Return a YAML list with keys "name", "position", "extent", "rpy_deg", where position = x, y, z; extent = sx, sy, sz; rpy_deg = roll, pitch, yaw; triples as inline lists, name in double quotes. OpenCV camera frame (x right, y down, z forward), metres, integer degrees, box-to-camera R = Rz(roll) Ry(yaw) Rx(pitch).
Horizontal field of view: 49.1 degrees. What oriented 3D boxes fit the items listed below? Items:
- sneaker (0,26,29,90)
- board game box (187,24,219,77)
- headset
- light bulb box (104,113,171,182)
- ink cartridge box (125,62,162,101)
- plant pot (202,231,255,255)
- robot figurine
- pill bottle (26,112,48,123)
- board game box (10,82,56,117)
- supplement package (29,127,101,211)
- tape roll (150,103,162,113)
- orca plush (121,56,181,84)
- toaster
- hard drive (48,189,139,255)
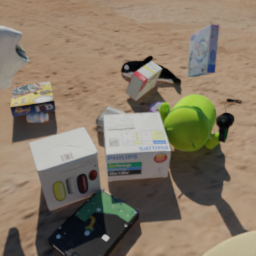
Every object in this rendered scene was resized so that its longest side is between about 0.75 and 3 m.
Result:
- name: "sneaker"
  position: [-3.050, -1.682, 7.268]
  extent: [0.940, 2.125, 0.799]
  rpy_deg: [2, 61, -16]
- name: "board game box"
  position: [2.185, -2.222, 8.301]
  extent: [0.286, 1.312, 1.318]
  rpy_deg: [2, 5, -13]
- name: "headset"
  position: [2.656, -0.180, 7.413]
  extent: [0.558, 1.187, 0.733]
  rpy_deg: [9, 14, 28]
- name: "light bulb box"
  position: [0.203, 0.558, 8.923]
  extent: [1.917, 1.207, 1.934]
  rpy_deg: [-3, 39, -4]
- name: "ink cartridge box"
  position: [0.684, -2.048, 12.136]
  extent: [0.641, 1.115, 1.537]
  rpy_deg: [38, 50, 13]
- name: "plant pot"
  position: [2.157, 3.103, 5.095]
  extent: [1.695, 2.524, 2.524]
  rpy_deg: [-5, 35, 26]
- name: "robot figurine"
  position: [2.106, -0.196, 9.448]
  extent: [2.269, 1.496, 2.586]
  rpy_deg: [32, 34, 9]
- name: "pill bottle"
  position: [-3.476, -0.410, 10.764]
  extent: [0.754, 0.410, 0.410]
  rpy_deg: [-1, 39, -2]
- name: "board game box"
  position: [-3.874, -1.240, 11.443]
  extent: [1.609, 0.411, 2.375]
  rpy_deg: [-10, 29, -13]
- name: "supplement package"
  position: [-1.716, 1.140, 7.862]
  extent: [1.579, 1.652, 1.215]
  rpy_deg: [-16, 42, -18]
- name: "tape roll"
  position: [1.271, -0.697, 11.239]
  extent: [0.791, 0.259, 0.791]
  rpy_deg: [0, 40, 0]
- name: "orca plush"
  position: [1.046, -2.801, 13.192]
  extent: [2.981, 1.060, 1.569]
  rpy_deg: [25, 45, 28]
- name: "toaster"
  position: [-0.613, -0.287, 10.399]
  extent: [0.788, 0.693, 1.220]
  rpy_deg: [19, 44, 16]
- name: "hard drive"
  position: [-0.823, 2.551, 7.133]
  extent: [1.387, 0.376, 1.986]
  rpy_deg: [24, 46, 27]
